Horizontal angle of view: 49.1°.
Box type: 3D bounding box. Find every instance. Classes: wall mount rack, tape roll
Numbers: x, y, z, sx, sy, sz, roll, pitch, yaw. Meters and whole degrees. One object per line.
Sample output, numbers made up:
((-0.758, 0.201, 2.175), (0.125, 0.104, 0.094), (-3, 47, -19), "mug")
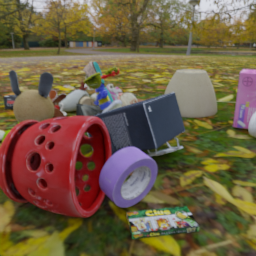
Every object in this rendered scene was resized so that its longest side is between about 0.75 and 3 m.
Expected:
((1.050, 0.580, 9.183), (1.347, 0.502, 1.171), (-12, 1, -16), "wall mount rack")
((0.018, 1.068, 6.093), (1.233, 1.233, 0.524), (-15, 35, -38), "tape roll")

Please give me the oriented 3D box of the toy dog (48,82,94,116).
((-3.051, -1.482, 13.750), (1.972, 1.440, 2.990), (14, 23, 38), "toy dog")

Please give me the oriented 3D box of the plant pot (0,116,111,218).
((-1.597, 0.765, 6.196), (1.941, 2.132, 2.132), (4, 19, 15), "plant pot")

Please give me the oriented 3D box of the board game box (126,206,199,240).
((0.693, 1.949, 5.828), (1.367, 0.160, 0.716), (-3, 17, -10), "board game box")

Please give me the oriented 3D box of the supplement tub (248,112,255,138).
((5.292, 0.030, 10.002), (1.041, 1.041, 1.577), (-15, 25, -37), "supplement tub")

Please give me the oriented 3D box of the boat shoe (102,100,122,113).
((-0.689, -0.598, 11.382), (0.496, 1.378, 0.427), (11, 53, -29), "boat shoe")

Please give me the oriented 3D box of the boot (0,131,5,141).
((-5.128, 0.383, 9.908), (1.263, 0.455, 0.976), (4, 20, 6), "boot")

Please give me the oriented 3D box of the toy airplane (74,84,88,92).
((-2.724, -2.159, 16.848), (1.016, 0.717, 1.012), (-45, 24, -18), "toy airplane")

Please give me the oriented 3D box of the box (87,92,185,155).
((0.195, -0.086, 8.790), (2.460, 1.317, 1.826), (-12, 7, 40), "box")

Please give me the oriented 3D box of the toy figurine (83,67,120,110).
((-0.868, -1.437, 11.862), (1.545, 1.754, 2.928), (-18, 8, -1), "toy figurine")

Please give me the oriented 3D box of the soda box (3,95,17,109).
((-5.349, -1.319, 14.442), (1.947, 0.689, 0.616), (2, 17, 8), "soda box")

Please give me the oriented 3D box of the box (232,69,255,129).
((5.745, -1.060, 11.232), (2.599, 2.286, 1.256), (10, 21, 24), "box")

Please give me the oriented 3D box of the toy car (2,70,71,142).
((-2.898, -0.610, 9.028), (2.178, 2.651, 2.092), (3, 33, 9), "toy car")

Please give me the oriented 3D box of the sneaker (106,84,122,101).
((-0.642, -1.720, 14.842), (1.771, 0.781, 0.720), (37, 22, 18), "sneaker")

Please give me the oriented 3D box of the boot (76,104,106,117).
((-1.496, -0.637, 12.449), (1.516, 0.786, 2.320), (0, 19, -13), "boot")

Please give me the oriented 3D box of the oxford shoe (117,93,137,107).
((-0.004, -1.181, 12.828), (0.860, 0.824, 2.329), (-10, 25, 4), "oxford shoe")

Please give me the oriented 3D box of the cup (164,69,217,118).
((3.077, -1.844, 13.990), (2.786, 1.992, 2.786), (0, 20, 0), "cup")

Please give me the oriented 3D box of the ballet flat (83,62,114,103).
((-1.530, -1.962, 14.241), (0.955, 2.840, 0.967), (-25, -12, 16), "ballet flat")
